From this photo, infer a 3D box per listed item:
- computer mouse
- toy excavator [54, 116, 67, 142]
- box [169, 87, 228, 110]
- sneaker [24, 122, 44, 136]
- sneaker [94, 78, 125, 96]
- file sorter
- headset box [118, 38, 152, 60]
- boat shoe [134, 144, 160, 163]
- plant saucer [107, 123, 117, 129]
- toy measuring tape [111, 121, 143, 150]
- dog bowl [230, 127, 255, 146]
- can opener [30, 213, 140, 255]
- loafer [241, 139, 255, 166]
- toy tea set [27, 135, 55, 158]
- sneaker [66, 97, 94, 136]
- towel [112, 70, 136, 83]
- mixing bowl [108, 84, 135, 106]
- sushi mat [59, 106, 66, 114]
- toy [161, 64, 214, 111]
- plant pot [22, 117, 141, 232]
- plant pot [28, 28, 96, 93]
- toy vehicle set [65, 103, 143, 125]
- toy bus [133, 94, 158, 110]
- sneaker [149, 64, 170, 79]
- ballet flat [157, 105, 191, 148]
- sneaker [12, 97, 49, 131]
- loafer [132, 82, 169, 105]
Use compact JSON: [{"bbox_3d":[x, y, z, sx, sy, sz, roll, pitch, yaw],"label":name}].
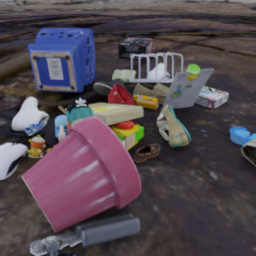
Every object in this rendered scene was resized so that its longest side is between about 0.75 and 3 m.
[{"bbox_3d":[-3.827,0.739,9.227,1.392,0.557,2.539,9,31,1],"label":"computer mouse"},{"bbox_3d":[-2.368,0.045,10.050,0.666,1.333,1.297,-5,68,-8],"label":"toy excavator"},{"bbox_3d":[3.419,-1.665,13.799,2.528,0.439,1.391,25,38,37],"label":"box"},{"bbox_3d":[-3.291,-0.008,9.790,0.751,0.309,0.278,-30,33,13],"label":"sneaker"},{"bbox_3d":[-0.915,-2.068,13.649,1.707,0.638,0.907,14,54,-32],"label":"sneaker"},{"bbox_3d":[1.466,-3.046,14.409,2.336,1.455,1.621,9,13,41],"label":"file sorter"},{"bbox_3d":[0.621,-5.979,20.942,2.043,1.060,2.745,8,32,14],"label":"headset box"},{"bbox_3d":[0.691,0.781,9.420,1.150,0.404,0.405,-26,48,-39],"label":"boat shoe"},{"bbox_3d":[-0.920,-0.182,11.258,1.737,0.325,1.737,0,30,0],"label":"plant saucer"},{"bbox_3d":[-0.386,0.388,9.359,1.039,1.039,2.823,15,23,25],"label":"toy measuring tape"},{"bbox_3d":[4.388,0.400,10.183,1.401,0.347,0.781,22,36,33],"label":"dog bowl"},{"bbox_3d":[-0.897,2.550,6.184,2.445,0.818,0.652,-4,1,-25],"label":"can opener"},{"bbox_3d":[4.336,1.101,8.423,0.846,0.937,2.478,-9,21,-13],"label":"loafer"},{"bbox_3d":[-2.506,0.621,9.239,1.570,0.581,0.934,5,13,-26],"label":"toy tea set"},{"bbox_3d":[-1.538,-0.172,9.138,0.952,1.066,2.668,-6,-14,-17],"label":"sneaker"},{"bbox_3d":[-0.252,-3.043,16.393,1.374,0.338,1.851,1,29,4],"label":"towel"},{"bbox_3d":[-0.391,-1.192,12.062,0.705,1.301,1.301,-35,20,22],"label":"mixing bowl"},{"bbox_3d":[-1.926,-0.209,10.235,0.090,1.494,0.715,-47,45,-10],"label":"sushi mat"},{"bbox_3d":[2.310,-1.703,11.665,1.553,2.697,0.637,-8,67,-11],"label":"toy"},{"bbox_3d":[-1.228,1.254,6.852,2.144,2.396,2.396,-32,40,-23],"label":"plant pot"},{"bbox_3d":[-3.421,-3.412,14.578,2.895,2.895,2.603,4,35,7],"label":"plant pot"},{"bbox_3d":[-0.963,-0.579,10.651,1.706,0.364,2.745,-15,16,-38],"label":"toy vehicle set"},{"bbox_3d":[0.792,-1.188,12.847,1.197,0.390,0.469,13,58,25],"label":"toy bus"},{"bbox_3d":[1.992,-3.128,16.288,1.086,0.692,1.880,18,43,25],"label":"sneaker"},{"bbox_3d":[1.557,-0.110,10.656,0.946,0.946,2.677,-4,29,-6],"label":"ballet flat"},{"bbox_3d":[-3.803,-0.540,11.557,1.199,0.765,2.075,3,39,2],"label":"sneaker"},{"bbox_3d":[1.499,-1.653,13.306,2.645,0.892,1.005,5,29,8],"label":"loafer"}]
